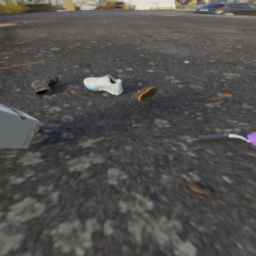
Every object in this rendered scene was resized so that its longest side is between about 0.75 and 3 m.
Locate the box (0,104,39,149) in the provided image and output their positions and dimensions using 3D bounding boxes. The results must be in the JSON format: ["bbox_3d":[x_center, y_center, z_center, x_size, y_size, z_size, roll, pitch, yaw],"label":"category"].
[{"bbox_3d":[-3.057,-0.117,6.284,1.033,0.859,2.514,25,-3,6],"label":"box"}]

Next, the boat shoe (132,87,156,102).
[{"bbox_3d":[0.579,-1.221,9.942,0.380,0.380,1.081,18,31,36],"label":"boat shoe"}]

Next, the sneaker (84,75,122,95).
[{"bbox_3d":[-0.987,-1.852,11.204,1.603,0.695,0.601,9,51,2],"label":"sneaker"}]

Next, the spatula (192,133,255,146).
[{"bbox_3d":[2.980,0.277,7.879,2.355,0.242,0.666,0,25,1],"label":"spatula"}]

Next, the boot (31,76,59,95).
[{"bbox_3d":[-3.360,-1.686,11.607,1.255,0.434,1.092,-21,35,-21],"label":"boot"}]

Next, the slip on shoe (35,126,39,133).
[{"bbox_3d":[-3.240,0.003,8.133,1.208,0.366,0.459,-5,51,-11],"label":"slip on shoe"}]
